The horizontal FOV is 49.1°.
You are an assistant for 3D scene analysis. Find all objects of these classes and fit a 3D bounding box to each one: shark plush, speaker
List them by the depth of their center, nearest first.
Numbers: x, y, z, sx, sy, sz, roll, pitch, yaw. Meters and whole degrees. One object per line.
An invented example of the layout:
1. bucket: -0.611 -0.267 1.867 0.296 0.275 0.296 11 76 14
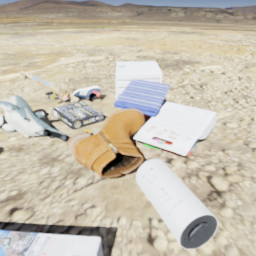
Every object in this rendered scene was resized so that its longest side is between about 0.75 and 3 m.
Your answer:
1. speaker: 0.923 1.504 5.915 0.843 0.843 2.075 -10 26 -20
2. shark plush: -3.177 -0.372 9.412 2.755 1.252 1.148 17 37 25

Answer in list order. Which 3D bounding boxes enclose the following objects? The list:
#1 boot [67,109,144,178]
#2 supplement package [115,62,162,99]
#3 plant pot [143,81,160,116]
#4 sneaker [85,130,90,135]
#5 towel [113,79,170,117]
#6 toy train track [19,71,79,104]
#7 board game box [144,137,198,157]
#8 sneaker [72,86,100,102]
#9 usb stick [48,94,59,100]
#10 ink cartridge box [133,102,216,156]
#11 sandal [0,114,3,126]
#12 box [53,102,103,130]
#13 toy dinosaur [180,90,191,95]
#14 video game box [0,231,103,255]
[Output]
1. boot: -0.192 0.349 7.714 2.654 1.018 2.061 -19 26 -28
2. supplement package: 0.422 -2.127 12.916 1.984 1.413 2.548 -1 24 0
3. plant pot: 0.750 -1.159 11.195 1.262 1.149 1.262 2 27 -1
4. sneaker: -1.482 0.318 9.048 0.306 0.323 0.787 9 27 20
5. towel: 0.544 -1.133 10.010 1.553 0.256 2.145 13 37 14
6. toy train track: -3.319 -1.567 11.602 2.589 1.485 0.421 26 65 -7
7. board game box: 1.382 0.388 8.938 1.452 0.293 1.111 11 27 23
8. sneaker: -1.885 -1.424 12.515 1.394 0.589 0.522 -14 -26 22
9. usb stick: -3.232 -1.428 12.869 0.865 0.240 0.141 1 2 0
10. ink cartridge box: 1.516 0.081 8.880 1.798 0.531 2.247 17 45 31
11. sandal: -5.357 -0.289 10.121 1.893 0.770 0.465 2 -15 5
12. box: -1.934 -0.521 10.742 1.324 0.403 1.643 -21 32 -33
13. toy dinosaur: 2.761 -1.657 13.459 0.413 0.238 0.816 -3 13 31
14. video game box: -1.890 2.607 3.681 2.564 0.659 2.815 3 25 9
